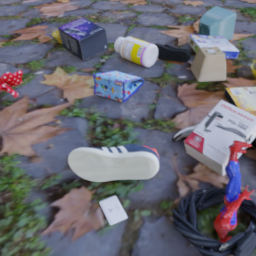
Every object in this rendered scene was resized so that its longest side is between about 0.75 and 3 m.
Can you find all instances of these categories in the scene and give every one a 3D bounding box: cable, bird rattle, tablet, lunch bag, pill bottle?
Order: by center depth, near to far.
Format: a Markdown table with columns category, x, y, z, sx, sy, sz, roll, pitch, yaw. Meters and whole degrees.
| category | x | y | z | sx | sy | sz | roll | pitch | yaw |
| --- | --- | --- | --- | --- | --- | --- | --- | --- | --- |
| cable | 2.429 | 2.430 | 7.452 | 2.616 | 0.664 | 2.134 | -23 | 35 | -38 |
| tablet | -0.428 | 2.332 | 7.965 | 0.538 | 0.056 | 0.826 | -18 | 43 | -19 |
| bird rattle | -6.037 | -1.900 | 11.709 | 2.961 | 1.668 | 2.414 | -14 | 12 | -36 |
| lunch bag | -0.349 | -2.117 | 12.717 | 1.581 | 0.988 | 2.100 | 18 | 34 | 24 |
| pill bottle | 0.364 | -4.073 | 14.735 | 2.256 | 1.176 | 1.176 | 30 | 48 | 31 |

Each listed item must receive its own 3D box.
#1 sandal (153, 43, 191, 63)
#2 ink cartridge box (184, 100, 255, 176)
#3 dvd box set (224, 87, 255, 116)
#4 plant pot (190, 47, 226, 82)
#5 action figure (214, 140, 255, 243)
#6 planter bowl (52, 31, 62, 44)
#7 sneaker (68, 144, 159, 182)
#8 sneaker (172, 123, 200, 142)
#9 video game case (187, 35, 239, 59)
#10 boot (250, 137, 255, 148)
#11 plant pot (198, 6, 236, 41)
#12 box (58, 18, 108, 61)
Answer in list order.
| category | x | y | z | sx | sy | sz | roll | pitch | yaw |
| --- | --- | --- | --- | --- | --- | --- | --- | --- | --- |
| sandal | 2.239 | -3.909 | 14.629 | 2.286 | 0.859 | 0.547 | 23 | 46 | 28 |
| ink cartridge box | 3.091 | 0.284 | 9.230 | 1.520 | 0.858 | 2.071 | 34 | 74 | 35 |
| dvd box set | 5.521 | -1.146 | 11.886 | 2.376 | 0.349 | 1.738 | -3 | 40 | -4 |
| plant pot | 3.968 | -3.160 | 13.604 | 1.399 | 1.238 | 1.397 | -3 | 40 | -5 |
| action figure | 2.788 | 1.794 | 7.433 | 0.734 | 0.929 | 2.840 | 17 | 72 | 9 |
| planter bowl | -3.860 | -5.416 | 16.825 | 1.322 | 0.551 | 1.322 | -1 | 39 | 1 |
| sneaker | -0.417 | 1.017 | 8.930 | 2.906 | 1.089 | 1.228 | 3 | 18 | 14 |
| sneaker | 2.251 | 0.245 | 10.118 | 1.405 | 0.519 | 0.557 | -18 | 77 | -6 |
| video game case | 4.701 | -4.544 | 15.661 | 2.218 | 0.504 | 2.010 | 0 | 41 | -12 |
| boot | 4.367 | 0.537 | 9.394 | 1.799 | 0.905 | 2.406 | 30 | 38 | 22 |
| plant pot | 5.160 | -6.063 | 16.852 | 1.690 | 1.660 | 1.655 | -28 | 47 | -19 |
| box | -2.467 | -4.910 | 15.370 | 1.716 | 1.210 | 2.319 | -34 | 50 | -25 |
